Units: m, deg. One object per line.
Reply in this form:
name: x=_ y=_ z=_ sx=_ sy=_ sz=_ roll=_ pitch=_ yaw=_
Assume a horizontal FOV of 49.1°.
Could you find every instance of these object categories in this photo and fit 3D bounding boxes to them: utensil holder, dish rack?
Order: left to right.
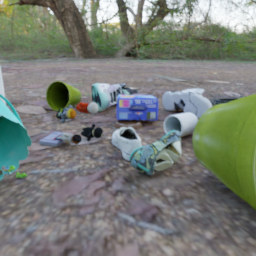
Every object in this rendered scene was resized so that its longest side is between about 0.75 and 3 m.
utensil holder: x=1.614 y=-0.079 z=8.462 sx=0.838 sy=0.712 sz=0.712 roll=-11 pitch=20 yaw=-40
dish rack: x=4.258 y=-1.097 z=11.861 sx=1.880 sy=0.669 sz=2.452 roll=0 pitch=17 yaw=-4

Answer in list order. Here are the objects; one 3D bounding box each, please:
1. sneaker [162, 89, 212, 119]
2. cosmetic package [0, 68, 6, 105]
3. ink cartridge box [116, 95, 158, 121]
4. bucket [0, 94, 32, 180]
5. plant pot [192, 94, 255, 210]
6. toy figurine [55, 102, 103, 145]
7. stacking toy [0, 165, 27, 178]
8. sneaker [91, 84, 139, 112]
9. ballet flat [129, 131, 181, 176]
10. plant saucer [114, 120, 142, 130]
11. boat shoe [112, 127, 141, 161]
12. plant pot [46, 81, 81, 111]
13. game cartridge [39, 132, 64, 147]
sneaker: x=2.651 y=-1.049 z=11.090 sx=1.514 sy=0.990 sz=2.635 roll=-11 pitch=17 yaw=-26
cosmetic package: x=-5.858 y=-1.393 z=10.326 sx=2.106 sy=2.093 sz=2.516 roll=-5 pitch=19 yaw=-17
ink cartridge box: x=0.297 y=-0.732 z=10.039 sx=1.423 sy=0.796 sz=2.086 roll=1 pitch=12 yaw=-2
bucket: x=-2.910 y=0.144 z=5.306 sx=1.815 sy=1.815 sz=1.181 roll=-15 pitch=48 yaw=-40
plant pot: x=2.335 y=0.322 z=5.004 sx=2.269 sy=2.269 sz=2.185 roll=-6 pitch=9 yaw=-19
toy figurine: x=-1.330 y=-0.121 z=7.780 sx=0.794 sy=1.142 sz=1.124 roll=4 pitch=15 yaw=43
stacking toy: x=-2.566 y=0.845 z=5.637 sx=0.857 sy=0.201 sz=0.646 roll=1 pitch=-21 yaw=4
sneaker: x=-0.488 y=-1.470 z=12.242 sx=2.055 sy=1.142 sz=2.937 roll=-4 pitch=18 yaw=-10
ballet flat: x=0.828 y=0.610 z=6.487 sx=0.747 sy=0.747 sz=2.011 roll=13 pitch=23 yaw=36
plant saucer: x=0.004 y=-0.142 z=9.566 sx=0.978 sy=0.168 sz=0.978 roll=1 pitch=16 yaw=0
boat shoe: x=-0.045 y=0.272 z=7.396 sx=0.665 sy=0.607 sz=1.849 roll=-2 pitch=16 yaw=-9
plant pot: x=-2.675 y=-1.352 z=12.087 sx=1.236 sy=1.236 sz=1.191 roll=7 pitch=7 yaw=23
game cartridge: x=-2.087 y=0.310 z=8.082 sx=0.562 sy=0.166 sz=0.867 roll=2 pitch=17 yaw=15
